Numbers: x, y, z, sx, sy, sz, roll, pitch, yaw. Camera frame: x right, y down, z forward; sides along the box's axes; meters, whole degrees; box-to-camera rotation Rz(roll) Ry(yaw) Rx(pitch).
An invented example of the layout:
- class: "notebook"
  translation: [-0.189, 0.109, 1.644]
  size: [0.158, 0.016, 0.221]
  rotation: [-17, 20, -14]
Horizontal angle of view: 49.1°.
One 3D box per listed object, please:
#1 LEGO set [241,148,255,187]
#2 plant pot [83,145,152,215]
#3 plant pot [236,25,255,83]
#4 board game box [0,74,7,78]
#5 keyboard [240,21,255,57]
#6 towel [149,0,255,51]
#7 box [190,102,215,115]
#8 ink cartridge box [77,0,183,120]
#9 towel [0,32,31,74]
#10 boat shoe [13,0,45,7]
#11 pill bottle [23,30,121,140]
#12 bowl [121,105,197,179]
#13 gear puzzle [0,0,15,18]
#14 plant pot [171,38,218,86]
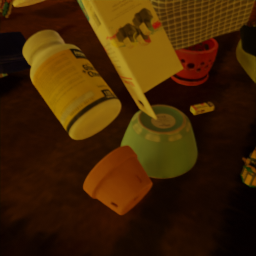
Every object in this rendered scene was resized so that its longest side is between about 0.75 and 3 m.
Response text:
- class: "LEGO set"
  translation: [4.291, 0.555, 6.584]
  size: [2.985, 1.729, 2.295]
  rotation: [-21, 44, -23]
- class: "plant pot"
  translation: [-0.144, 1.233, 6.206]
  size: [1.411, 1.411, 0.988]
  rotation: [-33, 67, -33]
- class: "plant pot"
  translation: [5.273, -2.104, 9.639]
  size: [2.345, 2.345, 2.506]
  rotation: [-2, 54, -2]
- class: "board game box"
  translation: [-5.962, -2.342, 10.652]
  size: [1.940, 0.940, 1.547]
  rotation: [-32, 49, -31]
- class: "keyboard"
  translation: [2.802, -1.615, 5.680]
  size: [1.515, 0.300, 0.789]
  rotation: [14, 72, -23]
- class: "towel"
  translation: [2.036, -3.393, 7.622]
  size: [2.984, 2.471, 1.277]
  rotation: [-12, 71, 9]
- class: "box"
  translation: [2.447, -0.644, 9.217]
  size: [0.766, 0.192, 0.288]
  rotation: [-13, 42, -15]
- class: "ink cartridge box"
  translation: [0.091, -1.612, 5.407]
  size: [0.914, 2.693, 1.550]
  rotation: [-31, 17, -3]
- class: "towel"
  translation: [-3.323, -1.898, 6.925]
  size: [1.871, 0.464, 1.382]
  rotation: [-20, 64, -35]
- class: "boat shoe"
  translation: [-2.390, -4.448, 8.160]
  size: [2.833, 0.970, 1.020]
  rotation: [-13, 19, 29]
- class: "pill bottle"
  translation: [-1.256, -0.949, 5.958]
  size: [1.257, 1.257, 2.245]
  rotation: [-30, 77, -31]
- class: "bowl"
  translation: [0.848, 0.170, 7.530]
  size: [2.157, 1.128, 2.157]
  rotation: [-1, 39, 1]
- class: "gear puzzle"
  translation: [-1.904, -2.313, 4.544]
  size: [0.128, 0.975, 0.505]
  rotation: [11, 29, -43]
- class: "plant pot"
  translation: [2.350, -2.490, 10.384]
  size: [1.668, 1.519, 1.668]
  rotation: [0, 39, 0]
